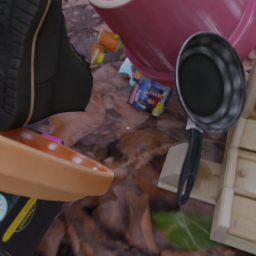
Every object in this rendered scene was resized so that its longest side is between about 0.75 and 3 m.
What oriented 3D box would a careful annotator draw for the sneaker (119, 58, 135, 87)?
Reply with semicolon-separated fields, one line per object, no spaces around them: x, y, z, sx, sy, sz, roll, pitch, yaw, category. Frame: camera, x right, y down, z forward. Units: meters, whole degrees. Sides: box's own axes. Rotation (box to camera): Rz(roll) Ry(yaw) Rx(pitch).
0.401;-1.353;8.022;1.542;0.570;0.632;39;95;20;sneaker

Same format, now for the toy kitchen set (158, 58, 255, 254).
1.946;0.227;5.171;2.349;2.598;2.880;15;48;13;toy kitchen set

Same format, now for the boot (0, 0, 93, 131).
-1.143;-1.457;4.432;1.104;2.851;1.972;30;22;22;boot

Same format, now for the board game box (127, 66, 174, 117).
0.534;-1.098;7.469;1.271;0.392;1.271;25;94;17;board game box

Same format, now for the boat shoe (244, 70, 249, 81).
3.197;-1.636;8.274;0.405;0.427;1.127;-22;62;-22;boat shoe

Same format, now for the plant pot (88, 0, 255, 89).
0.721;-2.467;5.227;2.992;2.678;2.992;-7;77;34;plant pot

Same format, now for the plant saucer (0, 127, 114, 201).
-1.566;0.115;3.121;2.925;2.925;0.472;23;84;18;plant saucer

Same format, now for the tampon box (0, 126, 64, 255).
-2.663;0.980;5.169;2.580;1.629;1.934;17;51;14;tampon box

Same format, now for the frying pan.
1.321;-0.202;4.513;1.625;0.437;2.687;5;84;-31;frying pan

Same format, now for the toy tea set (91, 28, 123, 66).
-0.400;-1.471;5.203;0.415;0.666;1.121;21;19;-17;toy tea set
